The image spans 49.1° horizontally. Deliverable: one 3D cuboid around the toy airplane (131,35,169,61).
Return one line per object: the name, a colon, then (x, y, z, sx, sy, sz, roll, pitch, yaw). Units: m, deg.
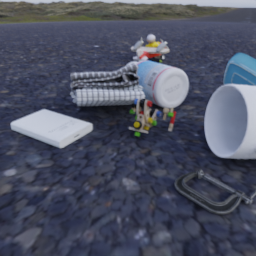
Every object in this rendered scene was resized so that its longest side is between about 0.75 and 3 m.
toy airplane: (1.289, -4.860, 17.182, 2.273, 1.604, 2.263, -2, 24, 2)

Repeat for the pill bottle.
pill bottle: (0.919, -1.807, 10.943, 1.494, 1.494, 2.747, -15, 28, -28)

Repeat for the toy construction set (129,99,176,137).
toy construction set: (0.663, -0.165, 8.442, 1.410, 1.083, 1.176, 14, -12, 2)

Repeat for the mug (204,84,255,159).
mug: (3.401, 0.071, 6.816, 2.147, 1.808, 2.449, 3, 35, -15)

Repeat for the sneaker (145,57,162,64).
sneaker: (1.019, -3.611, 15.625, 1.694, 0.702, 0.608, 3, 26, 6)

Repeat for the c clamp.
c clamp: (1.848, 1.307, 5.998, 1.558, 0.211, 1.331, 23, 39, 37)

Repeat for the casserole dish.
casserole dish: (4.321, -1.538, 9.905, 0.510, 1.592, 2.628, -25, 50, -21)

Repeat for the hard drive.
hard drive: (-2.359, -0.034, 8.635, 2.111, 0.277, 1.392, 16, 30, 30)

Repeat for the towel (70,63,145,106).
towel: (-0.789, -1.374, 9.485, 2.234, 1.154, 2.698, -3, 1, -8)
